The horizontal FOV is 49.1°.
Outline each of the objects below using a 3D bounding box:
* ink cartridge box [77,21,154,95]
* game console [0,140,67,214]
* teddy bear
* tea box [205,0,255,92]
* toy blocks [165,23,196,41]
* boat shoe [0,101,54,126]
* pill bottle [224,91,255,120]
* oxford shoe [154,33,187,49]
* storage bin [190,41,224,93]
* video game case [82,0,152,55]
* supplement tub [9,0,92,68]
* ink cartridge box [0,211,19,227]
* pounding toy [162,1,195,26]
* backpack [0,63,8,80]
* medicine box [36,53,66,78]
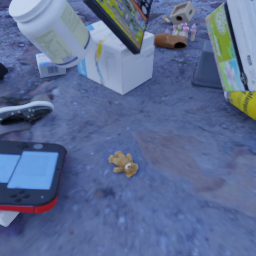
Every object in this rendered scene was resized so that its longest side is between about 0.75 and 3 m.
[{"bbox_3d":[-0.516,-2.744,10.563,2.435,1.778,1.786,30,49,31],"label":"ink cartridge box"},{"bbox_3d":[-2.637,1.025,6.654,2.118,0.372,2.395,8,27,-9],"label":"game console"},{"bbox_3d":[-0.138,0.912,7.400,0.634,0.292,0.874,-17,43,-16],"label":"teddy bear"},{"bbox_3d":[2.908,-1.952,6.382,1.337,2.002,1.969,-17,7,0],"label":"tea box"},{"bbox_3d":[2.514,-4.899,13.649,1.321,1.112,1.235,-15,43,-17],"label":"toy blocks"},{"bbox_3d":[-3.202,-0.413,8.818,1.719,0.590,0.487,-10,55,-7],"label":"boat shoe"},{"bbox_3d":[4.307,-0.832,8.638,1.360,1.360,2.444,-20,44,-22],"label":"pill bottle"},{"bbox_3d":[1.875,-3.970,12.954,1.778,0.634,0.634,1,45,-1],"label":"oxford shoe"},{"bbox_3d":[3.555,-2.331,10.342,2.183,1.466,1.589,11,41,12],"label":"storage bin"},{"bbox_3d":[-0.168,-3.889,8.454,0.324,2.539,2.295,-1,68,35],"label":"video game case"},{"bbox_3d":[-2.163,-2.922,8.091,1.521,2.098,1.521,-13,58,21],"label":"supplement tub"},{"bbox_3d":[-2.936,1.688,6.365,0.996,0.420,0.727,18,43,18],"label":"ink cartridge box"},{"bbox_3d":[1.843,-4.155,10.602,1.090,0.499,0.958,2,55,46],"label":"pounding toy"},{"bbox_3d":[-5.498,-2.304,10.744,1.179,1.111,1.445,-41,38,-15],"label":"backpack"},{"bbox_3d":[-3.132,-2.592,11.342,0.989,0.559,1.086,-13,42,-16],"label":"medicine box"}]
